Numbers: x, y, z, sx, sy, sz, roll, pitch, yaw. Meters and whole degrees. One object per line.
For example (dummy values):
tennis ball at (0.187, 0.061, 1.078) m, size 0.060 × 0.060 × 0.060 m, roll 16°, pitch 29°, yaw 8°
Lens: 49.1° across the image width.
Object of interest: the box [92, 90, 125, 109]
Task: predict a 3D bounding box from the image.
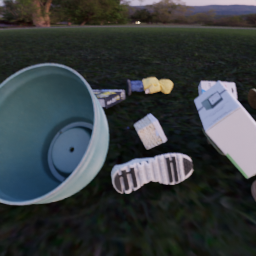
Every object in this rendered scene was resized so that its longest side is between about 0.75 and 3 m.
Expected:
box at (-1.252, -1.185, 11.355) m, size 1.832 × 0.450 × 1.476 m, roll 5°, pitch 19°, yaw 30°

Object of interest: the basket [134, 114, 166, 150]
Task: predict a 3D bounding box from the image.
basket at (0.611, 0.111, 8.178) m, size 0.644 × 0.707 × 1.044 m, roll -28°, pitch 14°, yaw 0°

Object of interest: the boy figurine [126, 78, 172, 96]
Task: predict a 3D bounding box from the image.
boy figurine at (0.983, -1.946, 13.039) m, size 2.116 × 0.682 × 1.315 m, roll -3°, pitch 33°, yaw -9°

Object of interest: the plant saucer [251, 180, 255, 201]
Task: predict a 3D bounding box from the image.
plant saucer at (3.683, 1.496, 6.198) m, size 1.763 × 0.260 × 1.763 m, roll 1°, pitch 25°, yaw 0°

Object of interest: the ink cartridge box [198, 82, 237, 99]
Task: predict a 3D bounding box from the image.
ink cartridge box at (3.289, -1.293, 10.361) m, size 1.250 × 0.424 × 0.725 m, roll 2°, pitch 64°, yaw 0°

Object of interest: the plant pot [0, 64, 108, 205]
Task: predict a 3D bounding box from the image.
plant pot at (-1.580, 0.317, 6.141) m, size 2.822 × 2.822 × 1.891 m, roll 12°, pitch -15°, yaw 24°

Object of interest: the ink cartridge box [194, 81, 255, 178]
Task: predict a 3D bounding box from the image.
ink cartridge box at (2.741, -0.070, 7.379) m, size 0.979 × 1.700 × 2.330 m, roll -39°, pitch 14°, yaw 20°

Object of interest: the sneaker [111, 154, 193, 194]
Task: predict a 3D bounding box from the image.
sneaker at (0.554, 0.983, 6.740) m, size 2.023 × 0.760 × 0.820 m, roll -7°, pitch 8°, yaw -13°

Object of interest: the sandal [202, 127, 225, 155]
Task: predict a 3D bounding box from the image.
sandal at (2.586, 0.390, 8.470) m, size 0.534 × 0.383 × 1.344 m, roll 2°, pitch 38°, yaw -13°

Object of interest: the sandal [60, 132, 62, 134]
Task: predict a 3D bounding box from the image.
sandal at (-2.219, 0.224, 8.753) m, size 0.585 × 0.420 × 1.474 m, roll 6°, pitch 32°, yaw 45°

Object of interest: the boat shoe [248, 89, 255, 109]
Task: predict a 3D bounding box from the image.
boat shoe at (5.391, -0.989, 11.156) m, size 0.569 × 0.665 × 1.816 m, roll 0°, pitch 35°, yaw -9°
